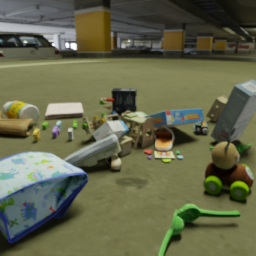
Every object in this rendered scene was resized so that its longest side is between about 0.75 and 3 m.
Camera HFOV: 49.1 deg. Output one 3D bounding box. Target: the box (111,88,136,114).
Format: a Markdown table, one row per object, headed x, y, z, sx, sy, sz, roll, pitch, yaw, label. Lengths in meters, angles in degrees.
| x | y | z | sx | sy | sz | roll | pitch | yaw | label |
| --- | --- | --- | --- | --- | --- | --- | --- | --- | --- |
| -0.222 | -1.586 | 16.487 | 1.415 | 1.392 | 0.831 | 2 | 20 | 6 | box |

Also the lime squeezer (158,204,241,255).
| x | y | z | sx | sy | sz | roll | pitch | yaw | label |
| --- | --- | --- | --- | --- | --- | --- | --- | --- | --- |
| 1.427 | 2.396 | 6.741 | 2.739 | 0.517 | 0.967 | -16 | 50 | -32 | lime squeezer |

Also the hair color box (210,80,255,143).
| x | y | z | sx | sy | sz | roll | pitch | yaw | label |
| --- | --- | --- | --- | --- | --- | --- | --- | --- | --- |
| 4.510 | -0.579 | 11.568 | 1.293 | 2.611 | 0.792 | -19 | 48 | -33 | hair color box |

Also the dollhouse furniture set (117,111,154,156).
| x | y | z | sx | sy | sz | roll | pitch | yaw | label |
| --- | --- | --- | --- | --- | --- | --- | --- | --- | --- |
| -0.355 | 0.038 | 12.097 | 1.992 | 1.252 | 2.252 | -18 | 26 | -41 | dollhouse furniture set |

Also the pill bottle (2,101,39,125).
| x | y | z | sx | sy | sz | roll | pitch | yaw | label |
| --- | --- | --- | --- | --- | --- | --- | --- | --- | --- |
| -5.669 | -0.792 | 14.658 | 1.978 | 1.115 | 1.115 | 15 | 25 | 36 | pill bottle |

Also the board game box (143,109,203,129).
| x | y | z | sx | sy | sz | roll | pitch | yaw | label |
| --- | --- | --- | --- | --- | --- | --- | --- | --- | --- |
| 1.930 | -0.384 | 12.873 | 2.086 | 0.595 | 2.130 | -6 | -4 | -29 | board game box |

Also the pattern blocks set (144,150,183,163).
| x | y | z | sx | sy | sz | roll | pitch | yaw | label |
| --- | --- | --- | --- | --- | --- | --- | --- | --- | --- |
| 1.392 | 1.060 | 10.933 | 1.362 | 0.110 | 1.197 | -4 | 20 | -12 | pattern blocks set |

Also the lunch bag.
| x | y | z | sx | sy | sz | roll | pitch | yaw | label |
| --- | --- | --- | --- | --- | --- | --- | --- | --- | --- |
| -2.569 | 1.534 | 7.494 | 2.386 | 1.521 | 2.029 | -29 | 33 | -36 | lunch bag |

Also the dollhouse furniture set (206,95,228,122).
| x | y | z | sx | sy | sz | roll | pitch | yaw | label |
| --- | --- | --- | --- | --- | --- | --- | --- | --- | --- |
| 5.316 | -0.760 | 15.003 | 1.666 | 1.167 | 1.174 | 36 | 33 | 20 | dollhouse furniture set |

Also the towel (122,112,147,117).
| x | y | z | sx | sy | sz | roll | pitch | yaw | label |
| --- | --- | --- | --- | --- | --- | --- | --- | --- | --- |
| 0.382 | -0.659 | 15.768 | 1.300 | 0.152 | 0.992 | -5 | 20 | -18 | towel |

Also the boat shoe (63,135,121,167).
| x | y | z | sx | sy | sz | roll | pitch | yaw | label |
| --- | --- | --- | --- | --- | --- | --- | --- | --- | --- |
| -1.301 | 0.994 | 9.858 | 2.217 | 0.688 | 0.798 | -26 | 6 | -1 | boat shoe |

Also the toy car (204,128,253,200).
| x | y | z | sx | sy | sz | roll | pitch | yaw | label |
| --- | --- | --- | --- | --- | --- | --- | --- | --- | --- |
| 3.146 | 0.967 | 8.595 | 1.444 | 1.830 | 1.503 | 9 | 21 | 23 | toy car |

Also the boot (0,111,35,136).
| x | y | z | sx | sy | sz | roll | pitch | yaw | label |
| --- | --- | --- | --- | --- | --- | --- | --- | --- | --- |
| -5.760 | -0.245 | 13.711 | 2.444 | 0.808 | 2.140 | 0 | 32 | 3 | boot |

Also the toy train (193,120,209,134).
| x | y | z | sx | sy | sz | roll | pitch | yaw | label |
| --- | --- | --- | --- | --- | --- | --- | --- | --- | --- |
| 3.552 | -0.065 | 13.596 | 0.701 | 0.524 | 1.230 | 13 | 21 | 8 | toy train |

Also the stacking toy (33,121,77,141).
| x | y | z | sx | sy | sz | roll | pitch | yaw | label |
| --- | --- | --- | --- | --- | --- | --- | --- | --- | --- |
| -3.365 | 0.026 | 13.264 | 1.682 | 0.524 | 2.231 | -1 | 19 | -3 | stacking toy |

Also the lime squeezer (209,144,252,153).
| x | y | z | sx | sy | sz | roll | pitch | yaw | label |
| --- | --- | --- | --- | --- | --- | --- | --- | --- | --- |
| 4.328 | 0.849 | 11.348 | 1.881 | 0.355 | 0.664 | -5 | -7 | -10 | lime squeezer |

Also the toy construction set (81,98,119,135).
| x | y | z | sx | sy | sz | roll | pitch | yaw | label |
| --- | --- | --- | --- | --- | --- | --- | --- | --- | --- |
| -1.280 | -0.424 | 12.287 | 1.518 | 1.820 | 1.399 | 11 | 7 | 36 | toy construction set |

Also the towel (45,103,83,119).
| x | y | z | sx | sy | sz | roll | pitch | yaw | label |
| --- | --- | --- | --- | --- | --- | --- | --- | --- | --- |
| -3.725 | -1.018 | 16.474 | 2.092 | 0.353 | 2.190 | -3 | 20 | -11 | towel |

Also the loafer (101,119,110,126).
| x | y | z | sx | sy | sz | roll | pitch | yaw | label |
| --- | --- | --- | --- | --- | --- | --- | --- | --- | --- |
| -1.331 | -0.305 | 14.469 | 0.919 | 0.326 | 0.335 | -8 | 21 | -22 | loafer |

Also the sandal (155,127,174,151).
| x | y | z | sx | sy | sz | roll | pitch | yaw | label |
| --- | --- | --- | --- | --- | --- | --- | --- | --- | --- |
| 1.571 | 0.333 | 12.035 | 0.878 | 0.657 | 2.292 | 0 | 16 | 7 | sandal |

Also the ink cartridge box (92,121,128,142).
| x | y | z | sx | sy | sz | roll | pitch | yaw | label |
| --- | --- | --- | --- | --- | --- | --- | --- | --- | --- |
| -0.739 | 0.166 | 10.779 | 0.855 | 0.492 | 1.477 | -39 | -16 | 24 | ink cartridge box |

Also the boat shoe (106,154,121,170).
| x | y | z | sx | sy | sz | roll | pitch | yaw | label |
| --- | --- | --- | --- | --- | --- | --- | --- | --- | --- |
| -0.610 | 1.136 | 10.207 | 0.420 | 0.448 | 1.215 | -2 | 19 | -20 | boat shoe |
